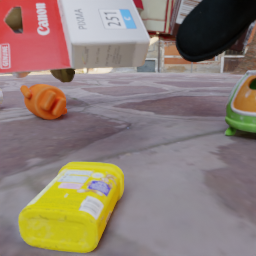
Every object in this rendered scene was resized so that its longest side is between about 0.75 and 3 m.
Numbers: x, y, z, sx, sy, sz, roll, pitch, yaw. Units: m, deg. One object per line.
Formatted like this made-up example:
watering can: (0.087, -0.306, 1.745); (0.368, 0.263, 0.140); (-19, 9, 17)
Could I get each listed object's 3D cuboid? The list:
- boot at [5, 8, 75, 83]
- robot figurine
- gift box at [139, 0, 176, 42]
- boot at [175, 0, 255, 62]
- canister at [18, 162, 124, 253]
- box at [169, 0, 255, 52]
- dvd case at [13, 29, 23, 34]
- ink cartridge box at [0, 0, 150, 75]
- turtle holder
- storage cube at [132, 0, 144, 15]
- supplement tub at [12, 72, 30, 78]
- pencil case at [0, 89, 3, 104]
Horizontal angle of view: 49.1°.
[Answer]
boot: (-2.381, -1.927, 5.389); (2.572, 2.253, 0.851); (-3, 12, 7)
robot figurine: (-2.772, -0.904, 9.260); (1.362, 1.104, 1.894); (-14, 18, -33)
gift box: (1.200, -4.369, 10.449); (2.096, 2.121, 2.271); (-1, 19, -17)
boot: (1.685, -2.218, 4.011); (2.554, 0.945, 2.093); (-34, -17, 9)
canister: (-0.573, 0.831, 3.188); (0.862, 0.502, 1.161); (2, 15, 10)
box: (2.217, -3.308, 7.367); (1.867, 1.886, 2.273); (13, 28, 1)
dvd case: (-3.137, -2.423, 7.035); (1.191, 0.095, 0.886); (-6, -28, 26)
ink cartridge box: (-0.906, -1.700, 3.949); (1.892, 0.480, 2.147); (-7, 56, -16)
turtle holder: (3.468, -0.600, 6.894); (2.226, 1.580, 1.691); (-6, 14, -22)
storage cube: (-0.761, -3.987, 8.506); (1.870, 1.681, 1.598); (-2, -16, -37)
supplement tub: (-3.257, -3.365, 9.296); (2.976, 2.149, 2.149); (-49, 34, -17)
pencil case: (-5.413, -1.037, 9.892); (1.168, 1.070, 2.575); (1, 13, -4)
